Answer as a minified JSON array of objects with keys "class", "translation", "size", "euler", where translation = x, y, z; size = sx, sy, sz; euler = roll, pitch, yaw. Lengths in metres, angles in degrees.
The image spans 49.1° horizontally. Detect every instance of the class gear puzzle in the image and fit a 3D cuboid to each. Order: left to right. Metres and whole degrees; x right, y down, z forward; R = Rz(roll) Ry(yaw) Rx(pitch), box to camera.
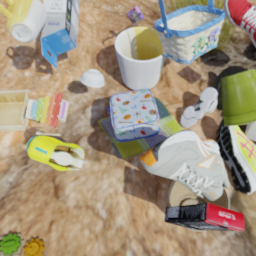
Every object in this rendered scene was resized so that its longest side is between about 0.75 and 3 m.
[{"class":"gear puzzle","translation":[-3.374,3.405,7.396],"size":[2.302,0.301,1.192],"euler":[-7,55,-5]}]

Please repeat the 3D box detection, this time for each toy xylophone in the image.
[{"class":"toy xylophone","translation":[-1.708,-0.263,5.967],"size":[1.190,0.299,0.871],"euler":[-6,76,34]}]

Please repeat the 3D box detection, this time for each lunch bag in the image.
[{"class":"lunch bag","translation":[0.132,-0.415,8.229],"size":[1.444,0.681,1.802],"euler":[-13,41,3]}]

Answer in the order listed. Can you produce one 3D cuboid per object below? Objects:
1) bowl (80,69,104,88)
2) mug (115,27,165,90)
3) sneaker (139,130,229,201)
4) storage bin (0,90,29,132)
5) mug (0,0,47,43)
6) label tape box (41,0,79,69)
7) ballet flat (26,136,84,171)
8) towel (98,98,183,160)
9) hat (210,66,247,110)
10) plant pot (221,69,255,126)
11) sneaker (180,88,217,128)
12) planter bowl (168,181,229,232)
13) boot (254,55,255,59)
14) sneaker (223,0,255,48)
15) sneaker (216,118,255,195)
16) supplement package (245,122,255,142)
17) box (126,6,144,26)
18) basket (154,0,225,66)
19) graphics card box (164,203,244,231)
[{"class":"bowl","translation":[-1.090,-1.594,8.756],"size":[0.785,0.353,0.785],"euler":[12,31,-7]},{"class":"mug","translation":[0.702,-2.444,10.532],"size":[2.349,1.928,1.881],"euler":[-12,56,-8]},{"class":"sneaker","translation":[1.471,0.926,6.078],"size":[2.945,1.115,1.355],"euler":[9,49,-49]},{"class":"storage bin","translation":[-4.319,-0.594,10.013],"size":[1.401,0.656,1.391],"euler":[-2,54,-2]},{"class":"mug","translation":[-2.874,-2.850,7.444],"size":[1.258,1.008,1.033],"euler":[12,49,-19]},{"class":"label tape box","translation":[-2.238,-3.425,9.410],"size":[0.834,1.809,2.524],"euler":[1,87,1]},{"class":"ballet flat","translation":[-1.409,0.672,6.315],"size":[0.700,2.087,0.697],"euler":[18,83,23]},{"class":"towel","translation":[0.428,-0.042,9.845],"size":[2.576,0.293,1.850],"euler":[-21,57,-14]},{"class":"hat","translation":[3.975,-1.371,10.403],"size":[0.753,1.867,1.867],"euler":[22,45,-35]},{"class":"plant pot","translation":[2.520,-0.691,6.150],"size":[1.086,1.086,1.046],"euler":[-18,95,-13]},{"class":"sneaker","translation":[2.616,-0.620,10.079],"size":[0.632,0.967,1.683],"euler":[44,100,27]},{"class":"planter bowl","translation":[1.864,2.162,7.805],"size":[1.601,1.077,1.601],"euler":[0,54,0]},{"class":"boot","translation":[6.863,-2.815,11.565],"size":[2.274,0.908,2.501],"euler":[-32,67,-18]},{"class":"sneaker","translation":[4.277,-3.431,9.191],"size":[2.491,1.401,0.887],"euler":[39,102,-15]},{"class":"sneaker","translation":[3.698,0.771,8.926],"size":[1.186,1.026,2.627],"euler":[-8,63,-11]},{"class":"supplement package","translation":[5.270,-0.145,9.272],"size":[2.223,1.331,1.348],"euler":[21,57,14]},{"class":"box","translation":[0.265,-4.303,10.773],"size":[0.147,0.751,0.514],"euler":[-42,107,-20]},{"class":"basket","translation":[1.898,-3.405,8.587],"size":[2.173,2.465,1.714],"euler":[-35,39,-19]},{"class":"graphics card box","translation":[1.509,1.862,5.772],"size":[0.906,1.444,0.367],"euler":[20,64,-19]}]
